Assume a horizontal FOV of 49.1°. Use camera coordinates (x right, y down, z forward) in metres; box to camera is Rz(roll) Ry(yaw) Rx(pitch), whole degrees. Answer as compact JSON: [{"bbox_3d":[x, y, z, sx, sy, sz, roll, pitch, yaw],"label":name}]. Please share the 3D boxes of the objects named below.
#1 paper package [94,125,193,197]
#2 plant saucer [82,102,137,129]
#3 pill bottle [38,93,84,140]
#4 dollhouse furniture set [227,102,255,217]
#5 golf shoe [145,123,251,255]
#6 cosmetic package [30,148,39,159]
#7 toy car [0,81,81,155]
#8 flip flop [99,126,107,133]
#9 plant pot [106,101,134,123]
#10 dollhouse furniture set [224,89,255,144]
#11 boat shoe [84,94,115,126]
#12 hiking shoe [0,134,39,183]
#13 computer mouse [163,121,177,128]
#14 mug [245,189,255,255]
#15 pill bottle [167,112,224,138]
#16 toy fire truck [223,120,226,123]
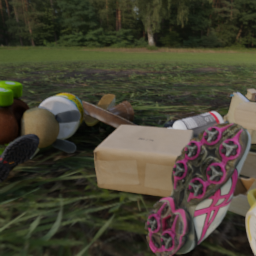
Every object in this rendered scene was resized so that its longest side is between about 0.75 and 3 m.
[{"bbox_3d":[0.574,0.820,7.984,2.387,1.235,2.275,4,19,15],"label":"paper package"},{"bbox_3d":[-0.596,-0.261,10.810,2.726,0.437,2.726,26,-1,1],"label":"plant saucer"},{"bbox_3d":[-2.622,-0.572,11.392,1.611,1.611,2.856,-1,11,-3],"label":"pill bottle"},{"bbox_3d":[2.826,0.479,6.413,1.859,2.856,2.624,13,22,35],"label":"dollhouse furniture set"},{"bbox_3d":[1.334,1.090,4.955,1.238,2.688,0.976,10,27,-36],"label":"golf shoe"},{"bbox_3d":[-3.378,0.791,9.616,0.384,0.279,0.754,1,20,5],"label":"cosmetic package"},{"bbox_3d":[-3.089,-0.093,9.412,2.853,2.344,2.251,8,17,-9],"label":"toy car"},{"bbox_3d":[-1.035,0.090,11.099,0.316,0.224,0.779,35,2,-7],"label":"flip flop"},{"bbox_3d":[-0.433,-0.581,12.750,1.040,1.050,1.050,-20,26,-28],"label":"plant pot"},{"bbox_3d":[5.074,-0.724,11.090,1.531,2.215,2.346,-2,30,-8],"label":"dollhouse furniture set"},{"bbox_3d":[-1.227,-0.714,13.352,0.848,0.795,2.299,12,43,27],"label":"boat shoe"},{"bbox_3d":[-3.149,0.681,7.771,1.765,0.668,0.888,-40,26,9],"label":"hiking shoe"},{"bbox_3d":[1.975,-0.178,12.551,0.998,0.263,0.691,-17,25,-41],"label":"computer mouse"},{"bbox_3d":[3.016,1.824,4.989,1.649,1.609,2.009,-9,-15,0],"label":"mug"},{"bbox_3d":[2.242,0.192,9.773,2.010,1.113,1.113,-15,21,-9],"label":"pill bottle"},{"bbox_3d":[3.600,-0.147,12.032,1.025,0.659,0.902,5,15,-21],"label":"toy fire truck"}]
